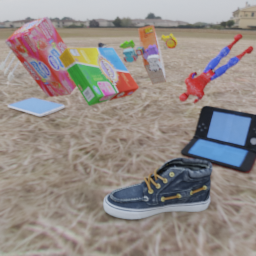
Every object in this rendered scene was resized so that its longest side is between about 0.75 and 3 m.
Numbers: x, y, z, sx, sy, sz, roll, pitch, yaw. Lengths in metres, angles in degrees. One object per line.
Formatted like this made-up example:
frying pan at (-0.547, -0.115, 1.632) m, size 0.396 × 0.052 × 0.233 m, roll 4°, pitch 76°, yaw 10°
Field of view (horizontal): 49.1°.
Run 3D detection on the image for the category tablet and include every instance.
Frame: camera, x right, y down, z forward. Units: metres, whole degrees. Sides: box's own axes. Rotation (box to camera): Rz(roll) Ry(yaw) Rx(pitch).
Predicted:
tablet at (-4.604, -1.056, 14.018) m, size 2.509 × 0.171 × 1.633 m, roll 14°, pitch 27°, yaw 31°

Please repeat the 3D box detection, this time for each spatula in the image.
spatula at (-3.597, -1.887, 8.537) m, size 0.595 × 0.856 × 0.069 m, roll 54°, pitch 33°, yaw 7°

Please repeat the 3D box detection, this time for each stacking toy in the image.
stacking toy at (0.477, -2.943, 11.295) m, size 2.623 × 0.616 × 1.978 m, roll 1°, pitch 41°, yaw 30°

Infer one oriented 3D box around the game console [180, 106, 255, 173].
game console at (3.250, 0.265, 9.538) m, size 2.312 × 1.992 × 1.372 m, roll 15°, pitch 1°, yaw 30°

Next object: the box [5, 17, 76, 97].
box at (-2.832, -2.393, 9.841) m, size 1.244 × 2.496 × 1.192 m, roll -1°, pitch 46°, yaw 34°

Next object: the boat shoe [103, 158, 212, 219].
boat shoe at (0.735, 1.403, 6.919) m, size 2.715 × 1.232 × 0.961 m, roll -3°, pitch 23°, yaw -8°

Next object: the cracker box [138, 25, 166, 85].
cracker box at (1.129, -3.188, 12.672) m, size 0.732 × 1.699 × 2.537 m, roll -11°, pitch -12°, yaw 11°

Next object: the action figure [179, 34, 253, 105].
action figure at (2.827, -1.846, 9.764) m, size 2.858 × 0.933 × 1.415 m, roll -41°, pitch -3°, yaw -2°

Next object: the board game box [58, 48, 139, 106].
board game box at (-0.772, -1.583, 8.214) m, size 0.428 × 1.624 × 2.122 m, roll -37°, pitch -7°, yaw 35°

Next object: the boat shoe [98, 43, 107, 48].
boat shoe at (-1.136, -3.600, 12.251) m, size 0.362 × 0.312 × 0.996 m, roll -37°, pitch 12°, yaw 10°
